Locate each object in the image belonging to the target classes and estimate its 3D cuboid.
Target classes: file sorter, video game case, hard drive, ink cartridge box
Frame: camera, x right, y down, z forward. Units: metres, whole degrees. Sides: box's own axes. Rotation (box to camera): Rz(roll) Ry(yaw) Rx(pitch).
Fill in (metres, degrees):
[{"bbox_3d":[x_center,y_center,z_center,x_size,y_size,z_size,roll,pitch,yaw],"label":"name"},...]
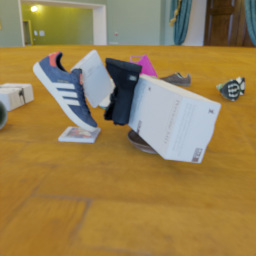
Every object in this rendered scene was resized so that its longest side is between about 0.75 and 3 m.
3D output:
[{"bbox_3d":[0.197,-2.028,11.223,0.952,1.055,1.517,-12,-19,-39],"label":"file sorter"},{"bbox_3d":[-1.500,0.197,8.794,1.081,0.124,0.985,2,21,6],"label":"video game case"},{"bbox_3d":[-1.060,-1.489,8.706,0.198,1.510,0.996,27,65,39],"label":"hard drive"},{"bbox_3d":[-5.146,-1.363,12.051,1.302,0.758,1.800,4,21,12],"label":"ink cartridge box"}]

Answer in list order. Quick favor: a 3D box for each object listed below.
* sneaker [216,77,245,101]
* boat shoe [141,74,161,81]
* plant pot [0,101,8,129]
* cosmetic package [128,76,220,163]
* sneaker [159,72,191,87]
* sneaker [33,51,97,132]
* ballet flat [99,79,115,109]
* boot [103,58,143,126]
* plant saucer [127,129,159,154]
[{"bbox_3d":[4.721,-1.825,13.371,1.150,0.998,2.595,0,11,39],"label":"sneaker"},{"bbox_3d":[0.762,-1.476,8.814,0.818,0.280,0.306,29,-24,-5],"label":"boat shoe"},{"bbox_3d":[-4.663,-0.436,9.229,1.254,1.254,1.088,-10,6,-24],"label":"plant pot"},{"bbox_3d":[0.910,-0.382,7.283,1.082,1.486,2.923,9,15,-22],"label":"cosmetic package"},{"bbox_3d":[2.680,-2.846,16.053,1.959,0.740,0.690,12,23,27],"label":"sneaker"},{"bbox_3d":[-1.472,-1.029,7.719,1.024,2.423,0.908,-38,9,6],"label":"sneaker"},{"bbox_3d":[-0.858,-1.692,12.704,0.993,0.993,2.861,2,21,5],"label":"ballet flat"},{"bbox_3d":[-0.352,-1.069,8.145,0.803,1.767,2.102,11,12,-24],"label":"boot"},{"bbox_3d":[0.858,0.343,8.116,1.784,0.326,1.784,0,21,0],"label":"plant saucer"}]
